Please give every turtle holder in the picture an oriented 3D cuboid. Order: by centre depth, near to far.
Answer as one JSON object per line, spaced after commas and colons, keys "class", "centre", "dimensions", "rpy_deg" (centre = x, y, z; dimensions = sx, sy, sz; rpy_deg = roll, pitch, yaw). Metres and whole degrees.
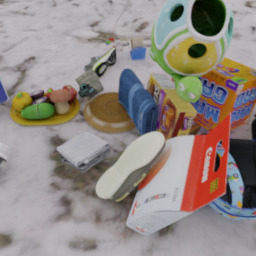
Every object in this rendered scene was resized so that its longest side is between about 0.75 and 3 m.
{"class": "turtle holder", "centre": [1.421, -2.066, 6.639], "dimensions": [1.934, 1.808, 2.546], "rpy_deg": [37, 84, -4]}

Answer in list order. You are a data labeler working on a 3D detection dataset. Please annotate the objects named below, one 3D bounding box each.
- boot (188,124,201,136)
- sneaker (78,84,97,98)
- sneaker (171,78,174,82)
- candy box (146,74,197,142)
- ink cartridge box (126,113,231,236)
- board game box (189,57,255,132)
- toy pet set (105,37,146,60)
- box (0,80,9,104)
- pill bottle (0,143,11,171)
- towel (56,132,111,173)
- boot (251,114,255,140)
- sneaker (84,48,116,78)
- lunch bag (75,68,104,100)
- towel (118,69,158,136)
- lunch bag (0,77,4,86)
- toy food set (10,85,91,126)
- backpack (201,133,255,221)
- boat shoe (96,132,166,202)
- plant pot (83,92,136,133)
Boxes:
{"class": "boot", "centre": [1.647, -0.038, 8.725], "dimensions": [1.174, 0.432, 0.908], "rpy_deg": [-30, 56, -23]}
{"class": "sneaker", "centre": [-1.371, -1.230, 8.998], "dimensions": [0.419, 0.441, 1.112], "rpy_deg": [-53, 29, -18]}
{"class": "sneaker", "centre": [2.536, -1.944, 10.510], "dimensions": [1.708, 0.669, 0.987], "rpy_deg": [-24, 46, -24]}
{"class": "candy box", "centre": [1.082, -0.554, 7.978], "dimensions": [0.572, 1.181, 2.025], "rpy_deg": [-2, 38, -20]}
{"class": "ink cartridge box", "centre": [1.059, 0.967, 6.165], "dimensions": [0.676, 2.696, 2.186], "rpy_deg": [30, 47, -6]}
{"class": "board game box", "centre": [2.814, -1.058, 8.607], "dimensions": [1.695, 1.694, 1.694], "rpy_deg": [-18, 42, -37]}
{"class": "toy pet set", "centre": [-0.104, -3.357, 12.068], "dimensions": [1.583, 0.900, 1.696], "rpy_deg": [-7, 12, -8]}
{"class": "box", "centre": [-5.429, -0.863, 9.140], "dimensions": [2.777, 0.450, 1.682], "rpy_deg": [-25, 65, -15]}
{"class": "pill bottle", "centre": [-3.615, 0.922, 7.426], "dimensions": [0.602, 0.602, 1.056], "rpy_deg": [16, 66, 16]}
{"class": "towel", "centre": [-1.196, 0.667, 7.628], "dimensions": [0.961, 0.497, 1.161], "rpy_deg": [26, 44, 33]}
{"class": "boot", "centre": [3.900, 0.215, 8.176], "dimensions": [0.513, 1.386, 1.136], "rpy_deg": [0, 13, 34]}
{"class": "sneaker", "centre": [-1.089, -2.764, 11.435], "dimensions": [0.762, 0.696, 1.883], "rpy_deg": [20, 46, 21]}
{"class": "lunch bag", "centre": [-1.329, -1.502, 9.831], "dimensions": [0.712, 0.510, 0.868], "rpy_deg": [-32, 79, 10]}
{"class": "towel", "centre": [0.236, -0.794, 8.455], "dimensions": [0.547, 1.257, 2.252], "rpy_deg": [-11, 40, -15]}
{"class": "lunch bag", "centre": [-5.481, -1.618, 10.311], "dimensions": [1.485, 0.573, 1.191], "rpy_deg": [23, 51, 22]}
{"class": "toy food set", "centre": [-2.577, -0.964, 9.361], "dimensions": [2.849, 0.930, 1.676], "rpy_deg": [-3, 44, -4]}
{"class": "backpack", "centre": [2.579, 1.264, 6.580], "dimensions": [1.915, 1.411, 2.098], "rpy_deg": [3, 40, 0]}
{"class": "boat shoe", "centre": [0.144, 0.961, 6.769], "dimensions": [2.094, 0.626, 0.748], "rpy_deg": [-45, 43, 4]}
{"class": "plant pot", "centre": [-0.482, -0.622, 9.431], "dimensions": [2.032, 0.279, 2.032], "rpy_deg": [2, 45, -2]}
